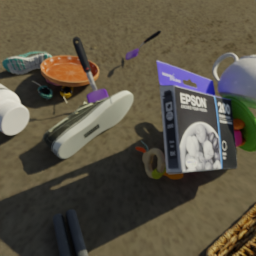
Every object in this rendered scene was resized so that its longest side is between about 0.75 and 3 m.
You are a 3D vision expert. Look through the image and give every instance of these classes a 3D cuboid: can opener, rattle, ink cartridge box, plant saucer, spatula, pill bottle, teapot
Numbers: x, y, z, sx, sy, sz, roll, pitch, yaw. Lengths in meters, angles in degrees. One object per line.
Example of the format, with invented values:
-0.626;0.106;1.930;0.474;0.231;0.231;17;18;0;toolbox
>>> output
-1.125;2.759;5.868;0.628;0.787;2.355;-16;52;-13;can opener
0.842;0.853;7.716;0.903;0.823;1.265;-7;23;-20;rattle
1.669;-0.218;6.469;2.416;0.529;2.439;4;77;-44;ink cartridge box
-2.045;-1.987;9.889;2.007;0.324;2.007;7;38;-5;plant saucer
0.540;-3.045;10.332;0.180;1.752;0.495;33;46;-28;spatula
-4.129;-0.731;8.472;2.317;1.287;1.287;31;57;23;pill bottle
-1.162;-1.550;8.600;0.704;2.490;0.256;-18;23;-1;spatula
3.379;-1.331;7.462;1.909;1.884;1.394;19;92;-2;teapot

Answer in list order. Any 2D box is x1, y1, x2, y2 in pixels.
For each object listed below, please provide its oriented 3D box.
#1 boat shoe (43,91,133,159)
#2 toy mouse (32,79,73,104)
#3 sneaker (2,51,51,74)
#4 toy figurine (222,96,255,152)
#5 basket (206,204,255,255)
-1.131;-0.338;8.295;2.974;1.052;0.947;-37;61;-25;boat shoe
-2.581;-1.376;9.610;1.454;0.317;1.636;7;48;2;toy mouse
-3.734;-2.494;10.475;1.786;0.693;0.815;-9;35;-12;sneaker
2.021;0.218;7.738;2.080;1.697;2.260;-27;37;-9;toy figurine
3.233;2.270;5.524;2.727;1.946;2.031;-29;57;-23;basket
